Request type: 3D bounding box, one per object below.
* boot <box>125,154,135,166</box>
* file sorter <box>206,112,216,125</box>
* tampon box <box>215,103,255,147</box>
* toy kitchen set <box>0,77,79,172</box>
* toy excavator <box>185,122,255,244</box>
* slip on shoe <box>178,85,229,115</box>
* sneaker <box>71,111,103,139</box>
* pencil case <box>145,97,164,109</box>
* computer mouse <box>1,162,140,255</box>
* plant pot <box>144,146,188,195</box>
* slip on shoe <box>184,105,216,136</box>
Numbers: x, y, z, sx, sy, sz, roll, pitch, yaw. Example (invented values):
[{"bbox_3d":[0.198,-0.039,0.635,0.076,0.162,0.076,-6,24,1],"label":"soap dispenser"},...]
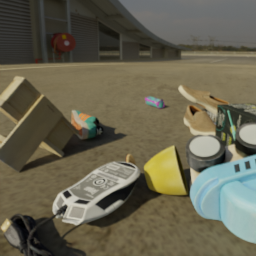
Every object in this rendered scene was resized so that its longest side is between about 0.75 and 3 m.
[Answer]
[{"bbox_3d":[-0.150,0.961,6.653,0.671,0.807,0.292,10,22,40],"label":"boot"},{"bbox_3d":[3.409,-0.331,11.507,0.545,0.489,0.786,-7,19,-20],"label":"file sorter"},{"bbox_3d":[3.583,0.178,8.139,1.233,1.464,1.953,-4,17,-12],"label":"tampon box"},{"bbox_3d":[-3.276,0.014,8.172,2.194,2.432,1.984,15,64,41],"label":"toy kitchen set"},{"bbox_3d":[2.661,1.324,4.616,2.894,1.487,2.976,-14,39,0],"label":"toy excavator"},{"bbox_3d":[3.325,-1.329,12.284,2.308,0.699,0.878,33,28,2],"label":"slip on shoe"},{"bbox_3d":[-1.581,-0.124,10.523,0.858,0.766,2.147,-3,22,-24],"label":"sneaker"},{"bbox_3d":[1.407,-1.351,14.820,0.538,0.495,1.164,18,4,-34],"label":"pencil case"},{"bbox_3d":[-0.800,1.497,5.253,1.543,0.617,2.814,10,27,44],"label":"computer mouse"},{"bbox_3d":[0.819,1.036,6.318,0.791,1.114,1.114,-16,14,13],"label":"plant pot"},{"bbox_3d":[2.816,-0.268,10.818,0.950,0.757,2.499,-1,17,-4],"label":"slip on shoe"}]
